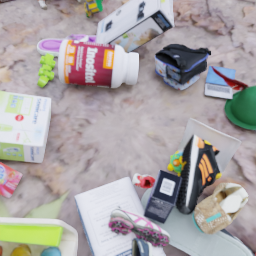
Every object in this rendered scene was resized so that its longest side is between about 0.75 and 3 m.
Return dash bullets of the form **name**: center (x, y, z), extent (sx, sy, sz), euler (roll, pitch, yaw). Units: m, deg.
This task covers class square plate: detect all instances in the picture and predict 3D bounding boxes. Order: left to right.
- **square plate**: center (2.020, 0.448, 7.150), extent (1.308, 1.320, 0.188), euler (27, 48, 17)

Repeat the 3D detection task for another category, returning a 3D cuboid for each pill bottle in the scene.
- **pill bottle**: center (-0.872, -1.916, 8.562), extent (2.301, 1.300, 1.300), euler (5, 57, -4)

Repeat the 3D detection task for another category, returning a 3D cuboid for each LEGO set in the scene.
- **LEGO set**: center (-1.925, -5.540, 10.680), extent (1.529, 2.029, 2.639), euler (-7, 70, 25)

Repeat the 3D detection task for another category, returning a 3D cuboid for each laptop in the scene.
- **laptop**: center (2.893, -1.426, 8.787), extent (0.834, 0.517, 0.891), euler (10, 48, 7)

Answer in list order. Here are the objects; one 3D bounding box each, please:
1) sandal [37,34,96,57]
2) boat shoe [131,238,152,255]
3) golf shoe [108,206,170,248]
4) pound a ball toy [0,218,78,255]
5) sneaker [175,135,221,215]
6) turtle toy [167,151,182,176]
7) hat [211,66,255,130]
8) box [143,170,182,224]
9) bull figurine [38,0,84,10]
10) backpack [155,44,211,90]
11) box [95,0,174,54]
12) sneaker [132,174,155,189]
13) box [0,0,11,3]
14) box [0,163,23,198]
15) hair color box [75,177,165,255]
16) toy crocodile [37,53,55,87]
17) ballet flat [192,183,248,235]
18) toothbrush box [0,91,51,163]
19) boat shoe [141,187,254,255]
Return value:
- **sandal**: center (-1.955, -2.917, 9.706), extent (2.405, 0.591, 0.979), euler (-8, 59, -6)
- **boat shoe**: center (0.197, 2.503, 4.840), extent (0.373, 0.451, 1.206), euler (32, 40, -21)
- **golf shoe**: center (0.258, 1.956, 5.663), extent (1.286, 0.467, 0.592), euler (23, 28, -1)
- **pound a ball toy**: center (-2.562, 2.841, 5.518), extent (2.827, 1.201, 1.844), euler (-5, 53, 15)
- **sneaker**: center (1.678, 1.064, 6.312), extent (0.941, 0.731, 2.091), euler (21, 46, -1)
- **turtle toy**: center (1.476, 0.957, 7.294), extent (0.855, 0.432, 0.623), euler (33, 61, 3)
- **hat**: center (3.541, -1.067, 7.686), extent (1.999, 1.760, 1.656), euler (-31, 50, -16)
- **box**: center (0.701, 1.446, 5.812), extent (0.490, 0.939, 0.694), euler (20, 48, 7)
- **bull figurine**: center (-2.585, -5.780, 11.337), extent (2.609, 0.850, 1.584), euler (-15, 66, -2)
- **backpack**: center (1.578, -1.979, 8.746), extent (1.505, 1.159, 1.434), euler (-32, 54, -30)
- **box**: center (0.158, -3.335, 9.021), extent (2.589, 0.778, 1.510), euler (-20, 51, 34)
- **sneaker**: center (0.400, 1.199, 6.025), extent (0.354, 0.835, 0.321), euler (19, 90, 34)
- **box**: center (-4.876, -5.723, 11.508), extent (1.682, 0.630, 0.842), euler (-18, 58, -13)
- **box**: center (-3.299, 1.074, 6.603), extent (0.639, 1.339, 0.667), euler (4, 61, 38)
- **hair color box**: center (-0.084, 2.569, 5.997), extent (1.358, 0.822, 2.716), euler (-17, 58, -17)
- **toy crocodile**: center (-2.699, -1.927, 9.206), extent (0.472, 0.431, 1.397), euler (17, 51, -28)
- **ballet flat**: center (2.177, 1.621, 6.030), extent (2.281, 0.745, 0.804), euler (-15, 70, -55)
- **toothbrush box**: center (-3.230, -0.072, 7.340), extent (2.166, 0.932, 1.577), euler (9, 54, -13)
- **boat shoe**: center (1.447, 2.310, 6.194), extent (2.755, 0.831, 1.042), euler (36, 87, 37)
